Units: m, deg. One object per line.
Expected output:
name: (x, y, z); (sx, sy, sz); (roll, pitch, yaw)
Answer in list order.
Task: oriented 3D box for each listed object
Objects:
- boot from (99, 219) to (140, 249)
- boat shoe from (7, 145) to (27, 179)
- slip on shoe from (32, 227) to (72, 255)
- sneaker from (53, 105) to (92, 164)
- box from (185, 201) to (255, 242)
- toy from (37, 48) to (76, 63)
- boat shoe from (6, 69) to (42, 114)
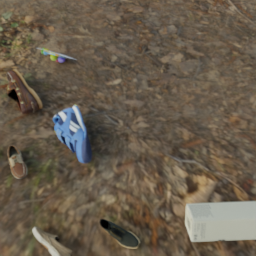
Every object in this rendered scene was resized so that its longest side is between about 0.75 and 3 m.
boot: (-0.258, 2.831, 7.454); (1.120, 0.775, 0.434); (20, 68, 21)
boat shoe: (-3.703, 1.102, 9.202); (0.502, 0.476, 1.325); (-25, 53, -19)
slip on shoe: (-2.020, 3.024, 7.428); (1.333, 0.507, 0.404); (30, 68, 34)
sneaker: (-1.924, 0.294, 9.660); (1.068, 0.960, 2.597); (-16, 44, -11)
box: (2.663, 2.531, 7.624); (2.081, 0.711, 0.855); (-1, 18, 0)
toy: (-3.361, -3.296, 12.991); (1.726, 0.408, 0.994); (26, 15, 26)
boat shoe: (-4.398, -1.477, 11.200); (0.876, 0.876, 2.490); (-28, 55, -26)
